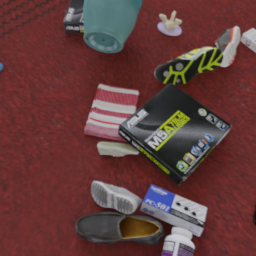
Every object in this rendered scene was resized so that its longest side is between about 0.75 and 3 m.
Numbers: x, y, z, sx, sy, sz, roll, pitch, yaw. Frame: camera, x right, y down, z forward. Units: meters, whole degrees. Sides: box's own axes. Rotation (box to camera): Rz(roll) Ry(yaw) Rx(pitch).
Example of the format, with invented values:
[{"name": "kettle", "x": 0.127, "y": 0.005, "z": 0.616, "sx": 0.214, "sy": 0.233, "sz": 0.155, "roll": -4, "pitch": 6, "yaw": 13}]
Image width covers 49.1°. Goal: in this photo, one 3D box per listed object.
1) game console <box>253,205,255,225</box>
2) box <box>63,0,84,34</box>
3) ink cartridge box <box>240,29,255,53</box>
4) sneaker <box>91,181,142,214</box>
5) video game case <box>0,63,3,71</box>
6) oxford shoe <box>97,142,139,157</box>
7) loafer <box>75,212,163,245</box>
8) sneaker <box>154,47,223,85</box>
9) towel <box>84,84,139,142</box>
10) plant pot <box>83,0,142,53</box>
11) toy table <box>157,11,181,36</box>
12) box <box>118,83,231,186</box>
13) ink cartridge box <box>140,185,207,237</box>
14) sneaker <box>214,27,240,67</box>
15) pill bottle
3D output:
[{"name": "game console", "x": 4.583, "y": 2.204, "z": 8.507, "sx": 1.203, "sy": 0.246, "sz": 2.040, "roll": 20, "pitch": 63, "yaw": 11}, {"name": "box", "x": -1.594, "y": -5.358, "z": 12.749, "sx": 2.123, "sy": 0.587, "sz": 2.650, "roll": 7, "pitch": 60, "yaw": 4}, {"name": "ink cartridge box", "x": 5.362, "y": -3.715, "z": 11.903, "sx": 0.659, "sy": 0.382, "sz": 0.910, "roll": -31, "pitch": 64, "yaw": -17}, {"name": "sneaker", "x": -0.387, "y": 2.056, "z": 8.351, "sx": 1.722, "sy": 0.706, "sz": 0.644, "roll": 19, "pitch": 104, "yaw": 33}, {"name": "video game case", "x": -6.273, "y": -1.668, "z": 10.793, "sx": 1.845, "sy": 0.230, "sz": 2.578, "roll": 13, "pitch": 60, "yaw": 7}, {"name": "oxford shoe", "x": -0.344, "y": 0.755, "z": 9.291, "sx": 1.391, "sy": 0.402, "sz": 0.523, "roll": 6, "pitch": 18, "yaw": -8}, {"name": "loafer", "x": -0.250, "y": 2.726, "z": 7.801, "sx": 2.513, "sy": 0.908, "sz": 0.915, "roll": 0, "pitch": 61, "yaw": 1}, {"name": "sneaker", "x": 2.295, "y": -2.404, "z": 10.938, "sx": 2.664, "sy": 1.004, "sz": 1.018, "roll": -17, "pitch": 25, "yaw": -2}, {"name": "towel", "x": -0.554, "y": -0.612, "z": 10.159, "sx": 1.608, "sy": 0.254, "sz": 2.232, "roll": 10, "pitch": 60, "yaw": 5}, {"name": "plant pot", "x": -0.729, "y": -4.118, "z": 10.665, "sx": 2.239, "sy": 2.239, "sz": 2.104, "roll": 9, "pitch": 77, "yaw": 5}, {"name": "toy table", "x": 1.837, "y": -4.555, "z": 12.259, "sx": 1.087, "sy": 0.637, "sz": 0.999, "roll": 13, "pitch": 60, "yaw": 9}, {"name": "box", "x": 1.564, "y": 0.065, "z": 9.434, "sx": 2.702, "sy": 0.665, "sz": 2.798, "roll": 41, "pitch": 63, "yaw": 19}, {"name": "ink cartridge box", "x": 1.330, "y": 2.365, "z": 8.130, "sx": 1.778, "sy": 0.393, "sz": 0.836, "roll": 21, "pitch": 33, "yaw": 12}, {"name": "sneaker", "x": 3.964, "y": -3.309, "z": 11.598, "sx": 0.877, "sy": 0.826, "sz": 2.143, "roll": 9, "pitch": 55, "yaw": 36}, {"name": "pill bottle", "x": 1.287, "y": 3.457, "z": 7.429, "sx": 0.814, "sy": 0.814, "sz": 1.448, "roll": 16, "pitch": 61, "yaw": 9}]
